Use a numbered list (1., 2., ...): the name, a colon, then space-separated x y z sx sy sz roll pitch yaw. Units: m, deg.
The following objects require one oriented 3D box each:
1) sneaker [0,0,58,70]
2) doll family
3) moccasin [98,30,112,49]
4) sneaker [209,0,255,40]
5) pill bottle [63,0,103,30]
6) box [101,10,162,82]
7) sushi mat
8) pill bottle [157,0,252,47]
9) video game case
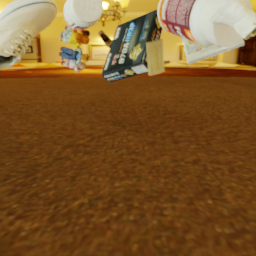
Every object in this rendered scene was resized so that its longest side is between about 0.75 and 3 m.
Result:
1. sneaker: -2.449 -1.771 5.842 2.502 0.886 0.914 -35 -18 1
2. doll family: -1.703 -2.530 9.012 0.990 1.596 0.719 14 20 8
3. moccasin: -0.971 -4.097 13.171 0.406 1.109 0.428 -33 40 8
4. sneaker: 2.072 -2.034 5.405 0.862 0.549 1.491 42 19 -2
5. pill bottle: -1.279 -3.306 7.869 0.966 0.966 1.764 -5 16 -18
6. box: 0.184 -3.099 10.715 2.052 2.582 0.594 -6 -31 40
7. sushi mat: 0.816 -2.090 8.392 0.513 1.073 0.065 -15 38 -8
8. pill bottle: 1.917 -2.966 7.357 1.382 1.382 2.421 -7 30 -23
9. video game case: 2.816 -3.415 9.789 1.889 2.076 0.238 -16 -26 22
